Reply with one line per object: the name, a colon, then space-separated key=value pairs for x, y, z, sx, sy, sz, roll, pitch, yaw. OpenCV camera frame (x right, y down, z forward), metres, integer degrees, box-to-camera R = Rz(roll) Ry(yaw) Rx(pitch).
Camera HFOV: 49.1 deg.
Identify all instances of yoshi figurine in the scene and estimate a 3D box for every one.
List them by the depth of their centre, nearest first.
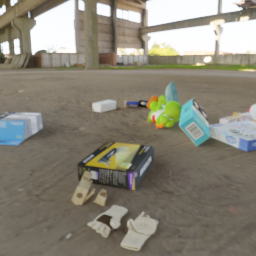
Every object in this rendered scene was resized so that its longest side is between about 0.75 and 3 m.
yoshi figurine: x=1.743 y=-0.798 z=12.824 sx=1.430 sy=1.425 sz=2.545 roll=2 pitch=18 yaw=-10

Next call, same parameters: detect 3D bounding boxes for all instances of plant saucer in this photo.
plant saucer: x=2.247 y=-1.451 z=14.439 sx=0.329 sy=1.828 sz=1.828 roll=-6 pitch=12 yaw=22

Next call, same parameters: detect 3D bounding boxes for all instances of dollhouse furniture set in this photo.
dollhouse furniture set: x=-0.841 y=1.501 z=6.559 sx=0.719 sy=0.452 sz=0.813 roll=25 pitch=16 yaw=-2

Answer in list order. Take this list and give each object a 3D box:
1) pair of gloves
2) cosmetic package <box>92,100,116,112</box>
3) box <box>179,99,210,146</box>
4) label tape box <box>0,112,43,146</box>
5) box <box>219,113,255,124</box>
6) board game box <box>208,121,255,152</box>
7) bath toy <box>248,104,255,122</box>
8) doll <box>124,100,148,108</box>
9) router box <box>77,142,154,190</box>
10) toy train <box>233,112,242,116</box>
pair of gloves: x=-0.062 y=1.844 z=5.398 sx=1.181 sy=0.207 sz=1.004 roll=10 pitch=18 yaw=30
cosmetic package: x=-1.360 y=-1.259 z=16.119 sx=0.673 sy=0.490 sz=1.324 roll=11 pitch=18 yaw=35
box: x=2.603 y=-0.298 z=10.963 sx=0.619 sy=1.036 sz=2.518 roll=-39 pitch=8 yaw=23
label tape box: x=-4.678 y=-0.038 z=11.207 sx=1.678 sy=0.737 sz=2.327 roll=1 pitch=15 yaw=5
box: x=5.049 y=-0.331 z=12.795 sx=2.326 sy=0.450 sz=0.482 roll=-11 pitch=19 yaw=-34
board game box: x=4.545 y=0.242 z=10.665 sx=2.194 sy=0.476 sz=2.183 roll=-6 pitch=17 yaw=-21
bath toy: x=6.335 y=-0.565 z=11.785 sx=2.985 sy=1.298 sz=1.103 roll=2 pitch=1 yaw=-21
doll: x=0.761 y=-1.426 z=16.731 sx=1.907 sy=0.462 sz=1.301 roll=2 pitch=6 yaw=7
router box: x=-0.262 y=0.978 z=7.899 sx=1.571 sy=0.522 sz=1.999 roll=5 pitch=16 yaw=18
toy train: x=5.588 y=-0.537 z=14.020 sx=0.888 sy=0.247 sz=0.667 roll=-4 pitch=34 yaw=-41
